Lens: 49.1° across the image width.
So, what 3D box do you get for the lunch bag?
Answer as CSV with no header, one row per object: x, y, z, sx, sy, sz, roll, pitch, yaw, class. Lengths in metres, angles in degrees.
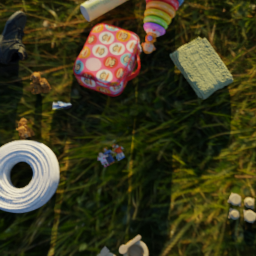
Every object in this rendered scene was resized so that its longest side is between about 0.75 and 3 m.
-0.656,-2.740,11.384,2.435,1.133,2.765,20,72,10,lunch bag

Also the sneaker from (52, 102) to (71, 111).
-2.724,-0.935,11.490,0.788,0.291,0.324,-7,73,-3,sneaker

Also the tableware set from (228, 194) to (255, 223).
4.282,3.019,10.528,1.123,0.130,0.938,11,75,3,tableware set

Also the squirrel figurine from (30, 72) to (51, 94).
-3.532,-1.824,11.285,0.854,0.797,0.604,9,31,20,squirrel figurine

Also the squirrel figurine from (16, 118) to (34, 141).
-4.134,0.046,10.984,0.570,0.752,0.805,-22,76,-6,squirrel figurine

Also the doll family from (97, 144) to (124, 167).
-0.660,1.025,10.907,1.110,0.500,0.689,-28,82,4,doll family

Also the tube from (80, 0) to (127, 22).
-0.697,-5.808,12.587,2.998,0.778,0.870,-36,109,-13,tube

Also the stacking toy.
1.182,-4.518,12.019,1.591,1.504,2.741,18,91,-7,stacking toy

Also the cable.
-3.977,1.760,10.432,2.695,0.933,2.695,7,75,2,cable

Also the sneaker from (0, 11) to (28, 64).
-4.665,-3.710,11.852,1.363,0.909,2.379,23,80,11,sneaker

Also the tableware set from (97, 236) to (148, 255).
0.065,5.266,9.837,2.229,0.310,2.668,-30,78,-7,tableware set

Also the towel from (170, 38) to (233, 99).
3.096,-2.551,11.817,1.834,0.451,2.473,-30,78,-11,towel
